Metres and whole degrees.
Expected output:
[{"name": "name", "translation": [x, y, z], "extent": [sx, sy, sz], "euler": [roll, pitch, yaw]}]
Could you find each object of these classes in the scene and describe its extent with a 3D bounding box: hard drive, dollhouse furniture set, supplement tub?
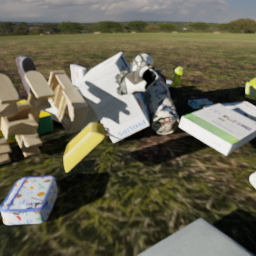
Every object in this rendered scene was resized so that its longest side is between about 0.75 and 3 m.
[{"name": "hard drive", "translation": [1.610, 2.795, 4.371], "extent": [2.078, 0.490, 2.978], "euler": [-16, 28, -32]}, {"name": "dollhouse furniture set", "translation": [-3.089, -0.673, 8.974], "extent": [2.950, 2.710, 1.919], "euler": [-14, 55, -38]}, {"name": "supplement tub", "translation": [-2.482, -0.947, 11.631], "extent": [2.486, 1.640, 1.640], "euler": [20, 30, 37]}]

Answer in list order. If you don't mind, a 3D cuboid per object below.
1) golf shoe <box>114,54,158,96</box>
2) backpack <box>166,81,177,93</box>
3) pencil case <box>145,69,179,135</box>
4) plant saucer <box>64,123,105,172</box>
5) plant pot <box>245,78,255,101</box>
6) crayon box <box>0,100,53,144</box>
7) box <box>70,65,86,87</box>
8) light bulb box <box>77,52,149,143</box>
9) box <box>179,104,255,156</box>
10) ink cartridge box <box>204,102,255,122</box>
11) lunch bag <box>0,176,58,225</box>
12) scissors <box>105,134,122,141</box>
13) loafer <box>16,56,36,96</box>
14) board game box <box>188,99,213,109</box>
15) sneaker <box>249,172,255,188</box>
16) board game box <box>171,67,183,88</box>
[{"name": "golf shoe", "translation": [0.524, -1.705, 9.074], "extent": [1.128, 0.928, 2.388], "euler": [6, 39, 25]}, {"name": "backpack", "translation": [2.199, -2.344, 16.162], "extent": [0.930, 0.716, 0.886], "euler": [-12, 15, -19]}, {"name": "pencil case", "translation": [1.183, -1.114, 10.941], "extent": [1.036, 1.191, 2.662], "euler": [-21, 55, 15]}, {"name": "plant saucer", "translation": [-1.208, 0.392, 7.376], "extent": [1.338, 0.324, 1.338], "euler": [-42, 15, 5]}, {"name": "plant pot", "translation": [6.890, -2.004, 14.989], "extent": [0.917, 1.006, 1.011], "euler": [-20, 29, -25]}, {"name": "crayon box", "translation": [-4.640, -0.279, 11.199], "extent": [2.224, 0.751, 2.578], "euler": [-20, 30, -36]}, {"name": "box", "translation": [-3.024, -3.138, 17.241], "extent": [0.330, 1.250, 1.604], "euler": [-18, 30, -32]}, {"name": "light bulb box", "translation": [-0.395, -1.229, 10.624], "extent": [1.564, 2.506, 2.484], "euler": [-26, 19, 15]}, {"name": "box", "translation": [3.081, -0.047, 9.189], "extent": [2.460, 0.447, 1.775], "euler": [-16, 41, -43]}, {"name": "ink cartridge box", "translation": [4.208, -0.404, 11.320], "extent": [1.907, 0.798, 1.383], "euler": [-6, 26, -10]}, {"name": "lunch bag", "translation": [-2.399, 1.736, 6.806], "extent": [1.153, 0.544, 1.439], "euler": [-1, 22, 2]}, {"name": "scissors", "translation": [-0.818, 0.214, 9.892], "extent": [1.280, 0.089, 0.468], "euler": [24, -19, -24]}, {"name": "loafer", "translation": [-3.573, -1.772, 10.202], "extent": [0.570, 1.809, 0.650], "euler": [24, 47, 33]}, {"name": "board game box", "translation": [3.615, -1.205, 14.020], "extent": [0.993, 0.233, 0.750], "euler": [-4, 24, -9]}, {"name": "sneaker", "translation": [3.483, 1.648, 6.901], "extent": [0.916, 0.601, 1.592], "euler": [-10, 27, -26]}, {"name": "board game box", "translation": [2.083, -2.165, 11.978], "extent": [0.192, 0.807, 0.410], "euler": [23, -19, -16]}]
